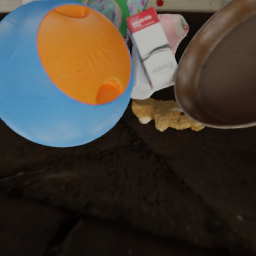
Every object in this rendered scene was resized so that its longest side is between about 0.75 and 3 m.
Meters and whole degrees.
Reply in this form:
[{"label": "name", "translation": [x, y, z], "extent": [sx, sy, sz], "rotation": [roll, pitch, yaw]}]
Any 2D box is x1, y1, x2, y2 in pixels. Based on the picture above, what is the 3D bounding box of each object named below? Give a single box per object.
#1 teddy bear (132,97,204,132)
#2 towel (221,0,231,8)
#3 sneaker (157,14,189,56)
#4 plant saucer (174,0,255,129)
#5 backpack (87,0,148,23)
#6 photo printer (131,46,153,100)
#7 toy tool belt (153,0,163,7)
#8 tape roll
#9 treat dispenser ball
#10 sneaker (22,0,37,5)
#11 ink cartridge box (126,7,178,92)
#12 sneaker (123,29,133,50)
[{"label": "teddy bear", "translation": [1.192, -0.349, 8.441], "extent": [2.247, 0.750, 1.629], "rotation": [3, 34, -11]}, {"label": "towel", "translation": [2.679, -1.840, 5.423], "extent": [1.770, 2.067, 0.498], "rotation": [8, 15, 27]}, {"label": "sneaker", "translation": [1.129, -2.101, 6.778], "extent": [0.708, 1.355, 0.510], "rotation": [2, 44, 22]}, {"label": "plant saucer", "translation": [1.745, -1.015, 3.752], "extent": [0.403, 2.513, 2.513], "rotation": [34, 9, -33]}, {"label": "backpack", "translation": [-0.375, -4.232, 9.600], "extent": [1.710, 2.230, 1.960], "rotation": [12, 4, -39]}, {"label": "photo printer", "translation": [0.376, -1.547, 6.568], "extent": [0.539, 1.551, 1.291], "rotation": [5, -7, -6]}, {"label": "toy tool belt", "translation": [1.065, -4.441, 9.067], "extent": [0.609, 0.975, 0.599], "rotation": [5, 22, 0]}, {"label": "tape roll", "translation": [-0.863, -2.923, 7.517], "extent": [1.807, 1.807, 0.434], "rotation": [-11, 44, -20]}, {"label": "treat dispenser ball", "translation": [-1.062, -0.845, 4.546], "extent": [2.301, 2.301, 2.301], "rotation": [0, 28, 0]}, {"label": "sneaker", "translation": [-2.347, -3.001, 7.875], "extent": [0.849, 2.204, 0.902], "rotation": [8, 44, -2]}, {"label": "ink cartridge box", "translation": [0.458, -1.354, 5.107], "extent": [0.534, 1.276, 0.921], "rotation": [-23, 0, 4]}, {"label": "sneaker", "translation": [0.167, -2.606, 8.614], "extent": [0.802, 1.389, 0.525], "rotation": [18, -12, -18]}]
